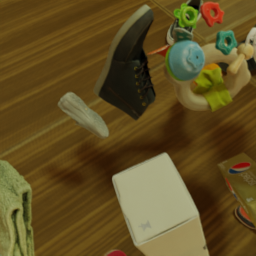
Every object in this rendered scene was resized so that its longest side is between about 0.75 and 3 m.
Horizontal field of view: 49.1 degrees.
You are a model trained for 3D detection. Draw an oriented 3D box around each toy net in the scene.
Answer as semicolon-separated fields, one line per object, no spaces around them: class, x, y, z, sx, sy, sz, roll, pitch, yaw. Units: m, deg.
toy net;1.781;-1.533;5.060;2.375;0.459;1.246;-7;96;-23

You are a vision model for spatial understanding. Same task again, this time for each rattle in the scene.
rattle;1.466;-1.724;6.705;2.786;1.814;1.990;20;52;-28

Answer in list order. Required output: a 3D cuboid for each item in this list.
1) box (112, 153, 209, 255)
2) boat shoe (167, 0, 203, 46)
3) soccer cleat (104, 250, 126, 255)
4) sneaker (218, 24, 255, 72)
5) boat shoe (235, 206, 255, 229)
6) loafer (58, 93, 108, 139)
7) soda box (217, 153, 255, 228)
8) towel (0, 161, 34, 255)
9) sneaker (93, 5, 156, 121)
box;0.524;1.272;3.700;0.717;2.098;0.862;-25;53;1
boat shoe;2.177;-4.125;10.679;0.892;0.803;2.522;22;62;12
soccer cleat;-0.700;2.996;4.456;0.755;0.933;2.161;42;54;-23
sneaker;4.416;-2.857;9.873;2.761;1.056;1.582;-28;20;12
boat shoe;3.490;2.365;7.022;1.535;0.480;0.546;26;65;16
loafer;-0.974;-0.210;6.189;1.302;0.454;0.455;46;27;-13
soda box;2.203;1.083;4.983;0.618;1.930;0.654;-27;97;8
towel;-2.017;1.617;4.561;0.495;2.716;2.015;-2;96;-30
sneaker;0.243;-1.236;5.844;1.283;2.416;0.903;37;50;3
